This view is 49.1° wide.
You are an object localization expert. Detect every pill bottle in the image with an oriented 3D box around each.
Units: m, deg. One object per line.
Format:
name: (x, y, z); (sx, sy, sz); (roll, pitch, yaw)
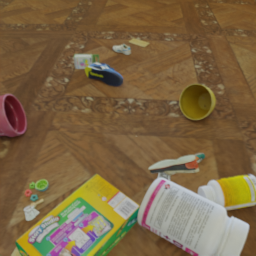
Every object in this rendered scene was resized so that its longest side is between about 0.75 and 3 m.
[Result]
pill bottle: (3.054, 1.993, 8.496); (1.720, 0.940, 0.940); (-7, 42, -8)
pill bottle: (1.698, 2.525, 7.512); (2.602, 1.475, 1.475); (23, 47, 23)

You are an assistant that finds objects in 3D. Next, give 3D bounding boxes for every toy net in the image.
toy net: (-2.998, 2.221, 8.757); (0.716, 0.264, 1.365); (4, 42, 5)

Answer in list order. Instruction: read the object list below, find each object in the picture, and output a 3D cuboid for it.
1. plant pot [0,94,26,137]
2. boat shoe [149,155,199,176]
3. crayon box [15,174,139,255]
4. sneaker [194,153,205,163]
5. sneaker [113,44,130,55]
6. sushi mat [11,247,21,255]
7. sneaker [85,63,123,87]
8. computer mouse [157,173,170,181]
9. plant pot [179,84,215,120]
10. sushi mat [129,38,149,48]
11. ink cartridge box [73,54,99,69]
plant pot: (-4.975, -0.341, 10.775); (1.441, 1.610, 1.610); (-15, 42, 6)
boat shoe: (0.875, 0.787, 5.454); (0.984, 0.308, 0.350); (-15, 12, 24)
crayon box: (-1.251, 2.777, 7.628); (1.735, 0.851, 2.922); (31, 49, 28)
sneaker: (2.322, 1.201, 9.870); (0.969, 0.346, 0.387); (-17, 50, -12)
sneaker: (-0.366, -4.623, 16.245); (1.153, 0.466, 0.441); (20, 47, 22)
sushi mat: (-2.958, 3.762, 7.169); (0.667, 0.084, 1.393); (13, 44, 12)
sneaker: (-1.087, -2.743, 13.905); (2.207, 0.816, 0.908); (25, 46, 24)
computer mouse: (1.198, 1.728, 9.333); (0.650, 0.260, 1.186); (6, 48, 13)
plant pot: (3.066, -1.091, 11.776); (1.479, 1.479, 1.050); (36, 27, 33)
sushi mat: (0.663, -5.227, 17.207); (1.236, 0.075, 0.591); (26, 48, 26)
ink cartridge box: (-2.189, -3.513, 14.846); (1.300, 0.675, 0.386); (0, 42, 0)
